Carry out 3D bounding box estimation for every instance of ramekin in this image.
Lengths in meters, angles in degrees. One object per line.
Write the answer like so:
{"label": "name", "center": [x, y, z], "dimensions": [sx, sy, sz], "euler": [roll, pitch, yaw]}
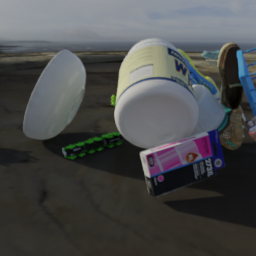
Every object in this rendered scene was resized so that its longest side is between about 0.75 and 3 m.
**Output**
{"label": "ramekin", "center": [1.671, -0.376, 7.891], "dimensions": [1.840, 0.897, 1.840], "euler": [-35, 22, 17]}

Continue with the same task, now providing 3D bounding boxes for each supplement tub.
{"label": "supplement tub", "center": [0.646, -0.930, 6.863], "dimensions": [1.825, 1.825, 2.517], "euler": [1, 42, 2]}

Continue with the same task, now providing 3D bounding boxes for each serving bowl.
{"label": "serving bowl", "center": [-1.961, -0.832, 8.325], "dimensions": [0.922, 2.803, 2.803], "euler": [24, 20, -2]}

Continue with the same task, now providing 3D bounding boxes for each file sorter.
{"label": "file sorter", "center": [3.120, -0.929, 6.137], "dimensions": [0.974, 1.588, 1.102], "euler": [-16, 35, 29]}

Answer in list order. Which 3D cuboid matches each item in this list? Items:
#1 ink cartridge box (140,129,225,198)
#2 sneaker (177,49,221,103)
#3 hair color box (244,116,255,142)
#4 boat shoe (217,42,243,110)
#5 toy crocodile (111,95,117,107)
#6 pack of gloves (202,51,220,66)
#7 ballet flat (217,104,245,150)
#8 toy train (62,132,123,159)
{"label": "ink cartridge box", "center": [1.205, 0.675, 5.683], "dimensions": [1.863, 0.882, 0.345], "euler": [-16, 9, -19]}
{"label": "sneaker", "center": [2.104, -1.351, 9.134], "dimensions": [2.587, 0.980, 1.359], "euler": [41, 30, -15]}
{"label": "hair color box", "center": [2.972, 0.149, 5.631], "dimensions": [0.700, 1.262, 0.403], "euler": [-34, 38, 29]}
{"label": "boat shoe", "center": [2.684, -1.244, 7.094], "dimensions": [0.654, 1.770, 0.655], "euler": [-14, 36, 5]}
{"label": "toy crocodile", "center": [-0.585, -1.142, 12.121], "dimensions": [0.340, 0.311, 1.008], "euler": [31, 23, -16]}
{"label": "pack of gloves", "center": [3.355, -2.398, 10.000], "dimensions": [1.364, 0.269, 1.146], "euler": [7, -9, 37]}
{"label": "ballet flat", "center": [3.000, -0.099, 8.185], "dimensions": [0.838, 0.905, 2.567], "euler": [44, 37, -1]}
{"label": "toy train", "center": [-0.991, 0.461, 7.886], "dimensions": [1.896, 0.396, 0.535], "euler": [-15, 14, -36]}
